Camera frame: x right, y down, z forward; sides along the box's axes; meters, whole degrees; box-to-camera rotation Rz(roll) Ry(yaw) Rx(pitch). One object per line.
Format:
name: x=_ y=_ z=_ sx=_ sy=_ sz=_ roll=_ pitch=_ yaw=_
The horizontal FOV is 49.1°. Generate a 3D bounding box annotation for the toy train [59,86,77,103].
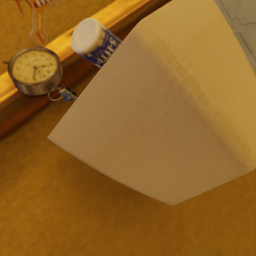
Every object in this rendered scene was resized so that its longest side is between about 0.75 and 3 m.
toy train: x=-1.094 y=-0.533 z=6.527 sx=0.216 sy=1.264 sz=0.289 roll=-11 pitch=50 yaw=45

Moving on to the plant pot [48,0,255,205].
plant pot: x=0.800 y=-0.337 z=4.940 sx=2.444 sy=2.757 sz=2.761 roll=44 pitch=43 yaw=-5

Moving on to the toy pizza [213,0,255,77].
toy pizza: x=2.221 y=-2.218 z=6.181 sx=2.596 sy=0.411 sz=2.596 roll=-2 pitch=94 yaw=-24

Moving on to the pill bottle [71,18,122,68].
pill bottle: x=-0.551 y=-1.790 z=6.375 sx=0.805 sy=1.345 sz=0.805 roll=-12 pitch=69 yaw=34

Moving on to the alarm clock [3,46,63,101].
alarm clock: x=-2.770 y=-1.626 z=8.843 sx=1.592 sy=0.785 sz=2.360 roll=-34 pitch=63 yaw=-19

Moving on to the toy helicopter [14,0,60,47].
toy helicopter: x=-2.005 y=-2.616 z=5.989 sx=1.113 sy=1.683 sz=0.664 roll=-10 pitch=26 yaw=-34
